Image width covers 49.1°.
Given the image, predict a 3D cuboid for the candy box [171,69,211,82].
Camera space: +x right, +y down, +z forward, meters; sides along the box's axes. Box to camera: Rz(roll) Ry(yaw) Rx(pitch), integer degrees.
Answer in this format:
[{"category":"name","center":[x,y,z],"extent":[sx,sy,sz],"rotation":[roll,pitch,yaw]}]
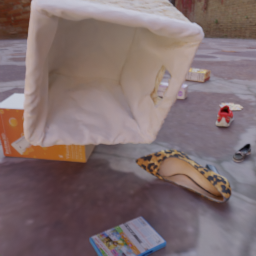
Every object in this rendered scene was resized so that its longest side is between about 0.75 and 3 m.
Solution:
[{"category":"candy box","center":[3.565,-3.048,15.931],"extent":[1.942,0.537,1.121],"rotation":[12,24,30]}]

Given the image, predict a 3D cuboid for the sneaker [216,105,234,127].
[{"category":"sneaker","center":[3.353,-0.503,9.586],"extent":[0.551,0.608,1.432],"rotation":[8,23,19]}]

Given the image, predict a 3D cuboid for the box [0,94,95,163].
[{"category":"box","center":[-2.064,-0.034,7.310],"extent":[2.245,1.396,1.094],"rotation":[3,26,8]}]

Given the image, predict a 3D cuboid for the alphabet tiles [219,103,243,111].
[{"category":"alphabet tiles","center":[4.079,-0.826,11.117],"extent":[0.834,0.061,0.816],"rotation":[-2,23,-6]}]

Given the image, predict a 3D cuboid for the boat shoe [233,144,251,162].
[{"category":"boat shoe","center":[2.968,0.629,7.294],"extent":[0.281,0.239,0.840],"rotation":[19,29,39]}]

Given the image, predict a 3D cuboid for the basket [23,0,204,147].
[{"category":"basket","center":[-0.614,-1.347,5.640],"extent":[2.824,2.799,2.271],"rotation":[0,44,-22]}]

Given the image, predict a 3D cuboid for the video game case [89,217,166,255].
[{"category":"video game case","center":[-0.010,1.839,4.519],"extent":[1.019,0.091,0.729],"rotation":[-13,26,-29]}]

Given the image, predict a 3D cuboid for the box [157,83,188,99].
[{"category":"box","center":[1.292,-1.793,12.840],"extent":[2.804,0.543,0.581],"rotation":[11,24,24]}]

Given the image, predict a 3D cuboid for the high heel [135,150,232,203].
[{"category":"high heel","center":[1.097,0.991,5.748],"extent":[1.908,0.681,1.360],"rotation":[9,16,-1]}]
